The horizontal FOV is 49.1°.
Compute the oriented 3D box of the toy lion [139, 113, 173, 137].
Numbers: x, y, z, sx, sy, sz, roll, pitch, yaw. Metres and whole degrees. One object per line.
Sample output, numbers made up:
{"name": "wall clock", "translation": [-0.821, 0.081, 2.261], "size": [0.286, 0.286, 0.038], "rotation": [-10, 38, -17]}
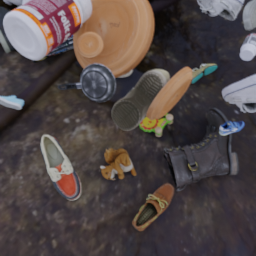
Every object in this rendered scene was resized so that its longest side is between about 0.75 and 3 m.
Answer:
{"name": "toy lion", "translation": [0.977, -0.239, 10.404], "size": [1.029, 0.369, 1.073], "rotation": [35, 71, 22]}

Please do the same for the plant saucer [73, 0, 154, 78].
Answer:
{"name": "plant saucer", "translation": [-0.579, -2.941, 8.528], "size": [2.834, 0.457, 2.834], "rotation": [-2, 87, 29]}

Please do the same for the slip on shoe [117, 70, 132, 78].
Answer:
{"name": "slip on shoe", "translation": [-0.846, -2.750, 11.275], "size": [2.196, 0.665, 0.835], "rotation": [31, 70, 12]}

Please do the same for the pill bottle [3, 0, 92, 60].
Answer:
{"name": "pill bottle", "translation": [-2.104, -3.005, 7.745], "size": [1.324, 1.324, 2.319], "rotation": [29, 55, 12]}

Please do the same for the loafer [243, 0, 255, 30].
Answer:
{"name": "loafer", "translation": [4.173, -3.703, 8.691], "size": [0.738, 0.740, 2.115], "rotation": [6, 47, 44]}

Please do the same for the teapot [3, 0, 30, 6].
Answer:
{"name": "teapot", "translation": [-4.714, -6.326, 12.016], "size": [2.957, 2.996, 2.188], "rotation": [36, 110, -16]}

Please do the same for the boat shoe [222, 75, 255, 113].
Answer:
{"name": "boat shoe", "translation": [3.335, -0.844, 7.809], "size": [0.976, 2.653, 0.867], "rotation": [-6, 87, 3]}

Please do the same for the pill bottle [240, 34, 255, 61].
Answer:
{"name": "pill bottle", "translation": [3.641, -2.398, 8.363], "size": [0.471, 0.471, 0.814], "rotation": [28, 59, 11]}

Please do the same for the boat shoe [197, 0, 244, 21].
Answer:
{"name": "boat shoe", "translation": [2.889, -4.193, 9.269], "size": [2.881, 0.942, 1.060], "rotation": [-2, 22, -36]}

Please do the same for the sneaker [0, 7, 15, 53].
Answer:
{"name": "sneaker", "translation": [-5.033, -4.648, 11.973], "size": [1.551, 1.092, 2.921], "rotation": [-25, 80, -15]}

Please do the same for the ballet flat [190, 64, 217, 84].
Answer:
{"name": "ballet flat", "translation": [2.917, -2.272, 11.202], "size": [1.379, 0.487, 0.487], "rotation": [-32, 70, -11]}

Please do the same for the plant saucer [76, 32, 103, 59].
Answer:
{"name": "plant saucer", "translation": [-1.077, -2.323, 7.822], "size": [0.760, 0.123, 0.760], "rotation": [0, 82, 3]}

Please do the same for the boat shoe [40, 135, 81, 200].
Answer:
{"name": "boat shoe", "translation": [-2.323, 1.317, 9.473], "size": [0.854, 0.751, 2.399], "rotation": [-25, 70, -12]}

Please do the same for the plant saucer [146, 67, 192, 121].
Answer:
{"name": "plant saucer", "translation": [1.186, -0.876, 7.709], "size": [0.284, 1.760, 1.760], "rotation": [42, 73, 12]}

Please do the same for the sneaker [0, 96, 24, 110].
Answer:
{"name": "sneaker", "translation": [-4.511, -1.045, 10.725], "size": [1.096, 0.405, 0.449], "rotation": [20, 58, 1]}

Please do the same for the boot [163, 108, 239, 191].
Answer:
{"name": "boot", "translation": [2.367, 0.669, 9.651], "size": [2.357, 0.937, 2.708], "rotation": [-8, 69, -4]}

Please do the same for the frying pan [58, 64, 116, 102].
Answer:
{"name": "frying pan", "translation": [-0.987, -1.091, 6.427], "size": [1.487, 0.899, 0.242], "rotation": [18, 27, 13]}

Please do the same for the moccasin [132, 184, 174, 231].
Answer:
{"name": "moccasin", "translation": [0.816, 2.497, 8.981], "size": [1.807, 0.698, 0.661], "rotation": [-39, 72, -15]}

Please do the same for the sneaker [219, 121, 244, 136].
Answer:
{"name": "sneaker", "translation": [3.355, -0.040, 9.063], "size": [0.851, 0.350, 0.315], "rotation": [-22, 36, -1]}

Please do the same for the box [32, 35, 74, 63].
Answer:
{"name": "box", "translation": [-3.242, -3.812, 11.409], "size": [2.116, 0.487, 1.682], "rotation": [-26, 95, -15]}

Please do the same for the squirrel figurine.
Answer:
{"name": "squirrel figurine", "translation": [-0.438, 1.252, 9.598], "size": [1.059, 0.803, 1.135], "rotation": [-24, 54, 1]}

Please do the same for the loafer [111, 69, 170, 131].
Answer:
{"name": "loafer", "translation": [0.410, -0.763, 8.082], "size": [0.871, 2.550, 0.965], "rotation": [-33, 85, -43]}
